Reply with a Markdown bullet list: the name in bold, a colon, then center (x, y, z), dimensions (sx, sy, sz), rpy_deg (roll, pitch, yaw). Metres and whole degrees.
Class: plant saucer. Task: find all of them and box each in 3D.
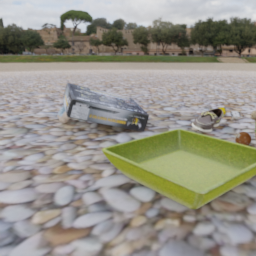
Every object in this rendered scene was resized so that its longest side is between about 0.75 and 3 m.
- **plant saucer**: center (1.333, 0.853, 6.468), dimensions (2.872, 0.689, 2.876), rpy_deg (-12, 19, -39)

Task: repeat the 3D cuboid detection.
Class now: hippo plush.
- **hippo plush**: center (-2.274, -0.647, 11.952), dimensions (1.126, 1.115, 1.400), rpy_deg (26, 22, -31)

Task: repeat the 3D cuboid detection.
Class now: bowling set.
- **bowling set**: center (4.094, -0.175, 8.365), dimensions (1.764, 1.360, 2.534), rpy_deg (-7, -5, 11)

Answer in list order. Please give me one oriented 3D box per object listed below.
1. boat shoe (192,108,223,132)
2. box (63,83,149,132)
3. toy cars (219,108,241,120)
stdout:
- **boat shoe**: center (3.060, -0.337, 10.607), dimensions (0.753, 0.624, 2.097), rpy_deg (33, 27, 27)
- **box**: center (-0.934, -0.818, 10.734), dimensions (2.908, 0.703, 2.303), rpy_deg (11, 18, -21)
- **toy cars**: center (4.503, -0.599, 12.599), dimensions (0.673, 0.333, 1.502), rpy_deg (-14, 23, -25)
